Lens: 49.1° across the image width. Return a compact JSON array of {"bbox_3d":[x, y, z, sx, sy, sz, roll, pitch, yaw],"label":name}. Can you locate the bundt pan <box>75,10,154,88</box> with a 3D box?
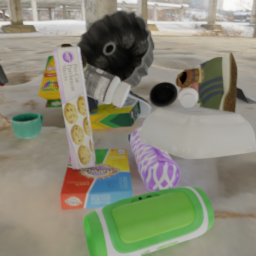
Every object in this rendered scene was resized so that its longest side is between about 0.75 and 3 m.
[{"bbox_3d":[-0.397,-2.413,9.529,2.926,2.926,1.098,13,-10,28],"label":"bundt pan"}]

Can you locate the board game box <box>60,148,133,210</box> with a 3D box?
[{"bbox_3d":[-0.686,1.091,6.467,1.469,0.387,1.920,-2,23,-4],"label":"board game box"}]

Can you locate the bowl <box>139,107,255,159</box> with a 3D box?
[{"bbox_3d":[1.509,-0.005,6.307,2.117,0.791,2.120,-2,10,-25],"label":"bowl"}]

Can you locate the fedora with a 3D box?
[{"bbox_3d":[1.541,-1.347,11.890,1.214,1.214,0.555,12,-9,26],"label":"fedora"}]

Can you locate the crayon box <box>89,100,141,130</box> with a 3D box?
[{"bbox_3d":[-0.717,-0.434,9.641,2.078,0.528,1.319,-4,21,18],"label":"crayon box"}]

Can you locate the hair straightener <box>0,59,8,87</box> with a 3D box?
[{"bbox_3d":[-3.410,-1.755,7.335,0.493,1.280,0.262,-17,-2,40],"label":"hair straightener"}]

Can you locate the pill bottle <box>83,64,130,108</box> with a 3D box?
[{"bbox_3d":[-0.724,-1.159,7.819,1.442,0.816,0.816,24,26,3],"label":"pill bottle"}]

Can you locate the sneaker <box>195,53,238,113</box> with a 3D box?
[{"bbox_3d":[2.436,-0.888,8.380,1.340,1.001,2.985,-5,56,35],"label":"sneaker"}]

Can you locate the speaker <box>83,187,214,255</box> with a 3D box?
[{"bbox_3d":[0.351,1.577,4.668,2.060,0.911,0.911,-9,24,-20],"label":"speaker"}]

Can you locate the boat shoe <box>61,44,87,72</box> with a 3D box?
[{"bbox_3d":[-1.381,-1.698,7.152,0.423,0.449,1.180,-12,47,-28],"label":"boat shoe"}]

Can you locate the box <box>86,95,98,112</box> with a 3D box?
[{"bbox_3d":[-1.510,-0.834,9.455,0.909,0.534,0.894,-20,19,1],"label":"box"}]

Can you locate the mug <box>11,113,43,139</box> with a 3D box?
[{"bbox_3d":[-3.111,-0.056,8.880,1.034,0.639,0.849,-12,25,-28],"label":"mug"}]

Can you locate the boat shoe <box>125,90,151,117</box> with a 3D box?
[{"bbox_3d":[-0.109,-1.163,10.643,2.187,0.765,0.725,24,22,-1],"label":"boat shoe"}]

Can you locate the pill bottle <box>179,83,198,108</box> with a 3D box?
[{"bbox_3d":[1.441,-0.812,6.689,0.454,0.454,0.809,4,33,10],"label":"pill bottle"}]

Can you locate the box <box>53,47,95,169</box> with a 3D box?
[{"bbox_3d":[-1.131,-0.391,6.074,0.542,2.614,0.506,-6,15,-4],"label":"box"}]

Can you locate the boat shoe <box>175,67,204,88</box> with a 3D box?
[{"bbox_3d":[1.233,-1.085,6.052,0.374,0.398,1.107,-4,2,-11],"label":"boat shoe"}]

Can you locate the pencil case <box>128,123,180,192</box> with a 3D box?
[{"bbox_3d":[0.601,0.652,6.837,0.895,0.912,2.133,6,22,-13],"label":"pencil case"}]

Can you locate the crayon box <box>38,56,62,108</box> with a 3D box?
[{"bbox_3d":[-2.324,-1.549,9.220,1.123,1.770,0.449,1,-15,35],"label":"crayon box"}]

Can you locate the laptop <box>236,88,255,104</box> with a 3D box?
[{"bbox_3d":[5.190,-1.547,12.410,1.155,0.669,1.082,-5,24,-11],"label":"laptop"}]
